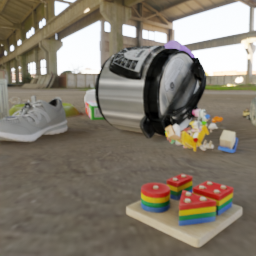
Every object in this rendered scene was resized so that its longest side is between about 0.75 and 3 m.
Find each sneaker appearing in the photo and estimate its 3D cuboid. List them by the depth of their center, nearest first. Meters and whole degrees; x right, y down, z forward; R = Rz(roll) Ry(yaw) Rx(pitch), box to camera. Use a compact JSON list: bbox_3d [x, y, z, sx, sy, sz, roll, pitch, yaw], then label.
[{"bbox_3d":[-2.420,-0.266,6.748,0.934,1.024,2.498,3,10,19],"label":"sneaker"}]

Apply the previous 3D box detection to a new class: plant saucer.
[{"bbox_3d":[-3.569,-0.777,11.858,2.964,0.460,2.964,1,9,0],"label":"plant saucer"}]

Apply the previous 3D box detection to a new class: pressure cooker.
[{"bbox_3d":[0.705,-0.926,7.151,2.501,2.200,2.234,10,9,39],"label":"pressure cooker"}]

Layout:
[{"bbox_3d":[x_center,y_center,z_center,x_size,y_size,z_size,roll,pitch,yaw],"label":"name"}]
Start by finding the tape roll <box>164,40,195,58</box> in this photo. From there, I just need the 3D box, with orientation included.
[{"bbox_3d":[1.302,-1.933,10.175,0.788,2.402,2.402,30,-3,-23],"label":"tape roll"}]

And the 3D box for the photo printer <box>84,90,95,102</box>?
[{"bbox_3d":[-1.058,-1.640,15.498,2.385,0.996,2.867,0,9,0],"label":"photo printer"}]

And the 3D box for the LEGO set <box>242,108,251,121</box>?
[{"bbox_3d":[5.640,-0.682,10.211,2.725,0.772,1.770,-2,9,-12],"label":"LEGO set"}]

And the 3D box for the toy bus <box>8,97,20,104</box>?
[{"bbox_3d":[-5.180,-0.761,10.441,1.684,0.870,1.589,31,47,6],"label":"toy bus"}]

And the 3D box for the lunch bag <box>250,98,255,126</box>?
[{"bbox_3d":[4.388,-0.413,8.435,1.261,0.879,1.058,2,25,17],"label":"lunch bag"}]

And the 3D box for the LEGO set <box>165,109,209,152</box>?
[{"bbox_3d":[1.103,0.131,5.669,0.575,0.711,1.546,-5,12,41],"label":"LEGO set"}]

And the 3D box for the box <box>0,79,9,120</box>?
[{"bbox_3d":[-4.422,-0.548,7.232,1.226,1.439,2.251,5,10,29],"label":"box"}]

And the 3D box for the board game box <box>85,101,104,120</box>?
[{"bbox_3d":[-0.677,-0.770,11.544,1.968,0.519,2.572,-2,9,-12],"label":"board game box"}]

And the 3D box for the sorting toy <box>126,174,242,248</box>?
[{"bbox_3d":[0.562,0.730,2.802,0.841,0.294,0.846,-9,13,-44],"label":"sorting toy"}]

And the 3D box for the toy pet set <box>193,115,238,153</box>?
[{"bbox_3d":[1.757,0.200,5.521,0.726,0.413,0.778,14,52,31],"label":"toy pet set"}]
